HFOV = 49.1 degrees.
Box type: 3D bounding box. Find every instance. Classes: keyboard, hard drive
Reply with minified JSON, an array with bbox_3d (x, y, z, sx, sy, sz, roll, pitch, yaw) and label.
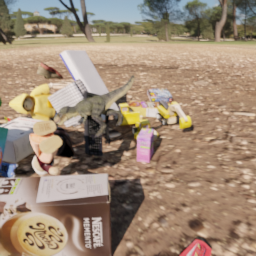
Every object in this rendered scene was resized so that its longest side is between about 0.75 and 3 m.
[{"bbox_3d":[-0.811,-0.078,7.686,0.178,1.726,1.097,-9,-12,32],"label":"keyboard"},{"bbox_3d":[-1.388,-1.644,10.669,0.349,2.753,1.816,-28,6,20],"label":"hard drive"}]

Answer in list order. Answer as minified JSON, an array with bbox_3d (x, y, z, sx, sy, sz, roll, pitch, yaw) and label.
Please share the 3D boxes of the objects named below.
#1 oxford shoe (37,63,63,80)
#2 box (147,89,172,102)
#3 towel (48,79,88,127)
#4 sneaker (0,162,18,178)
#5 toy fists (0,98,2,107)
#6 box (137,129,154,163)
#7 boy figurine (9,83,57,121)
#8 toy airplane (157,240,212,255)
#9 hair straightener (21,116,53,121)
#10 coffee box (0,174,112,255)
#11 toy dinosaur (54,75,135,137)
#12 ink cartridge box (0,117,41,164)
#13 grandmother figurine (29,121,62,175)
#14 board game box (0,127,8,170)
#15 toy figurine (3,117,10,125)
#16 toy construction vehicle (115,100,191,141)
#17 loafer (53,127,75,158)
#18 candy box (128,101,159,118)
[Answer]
[{"bbox_3d":[-3.017,-2.070,10.781,0.464,0.492,1.316,40,7,26],"label":"oxford shoe"},{"bbox_3d":[1.694,-1.801,15.395,1.131,0.329,1.652,-1,22,-2],"label":"box"},{"bbox_3d":[-1.578,-0.686,8.284,1.422,1.177,0.609,-18,17,48],"label":"towel"},{"bbox_3d":[-3.439,1.134,7.619,1.115,0.438,0.497,-3,-21,36],"label":"sneaker"},{"bbox_3d":[-4.006,-0.330,6.045,2.395,0.823,1.221,-11,1,-21],"label":"toy fists"},{"bbox_3d":[0.557,0.552,8.921,0.409,0.846,0.744,5,22,14],"label":"box"},{"bbox_3d":[-3.228,-0.958,10.950,0.861,1.662,2.674,9,2,41],"label":"boy figurine"},{"bbox_3d":[1.204,2.610,4.474,2.050,0.377,2.050,4,17,-1],"label":"toy airplane"},{"bbox_3d":[-3.970,-0.287,11.803,1.691,0.346,0.651,-2,21,8],"label":"hair straightener"},{"bbox_3d":[-1.527,1.726,5.346,2.400,1.357,0.958,-3,23,-5],"label":"coffee box"},{"bbox_3d":[-0.655,-0.431,7.176,2.393,1.055,0.568,-27,5,-13],"label":"toy dinosaur"},{"bbox_3d":[-3.717,0.344,9.491,1.389,0.809,1.908,8,21,19],"label":"ink cartridge box"},{"bbox_3d":[-1.926,0.551,6.368,0.619,2.045,1.240,-7,65,-23],"label":"grandmother figurine"},{"bbox_3d":[-3.877,0.742,7.234,1.310,1.722,0.388,9,-3,20],"label":"board game box"},{"bbox_3d":[-4.849,-0.037,10.860,0.610,0.537,1.018,-25,31,-36],"label":"toy figurine"},{"bbox_3d":[0.877,-0.495,11.182,2.455,0.993,2.819,-8,24,-12],"label":"toy construction vehicle"},{"bbox_3d":[-1.946,0.478,7.867,0.775,0.679,2.155,-35,-9,-1],"label":"loafer"},{"bbox_3d":[0.820,-0.869,12.935,1.674,0.473,0.976,6,22,10],"label":"candy box"}]
